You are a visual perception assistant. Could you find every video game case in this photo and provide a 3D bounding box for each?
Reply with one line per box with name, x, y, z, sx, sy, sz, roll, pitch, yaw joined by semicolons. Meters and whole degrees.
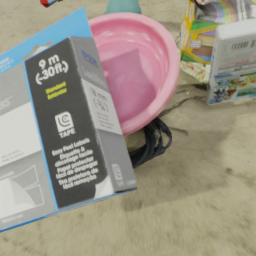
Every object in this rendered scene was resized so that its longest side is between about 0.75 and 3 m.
video game case;3.112;-1.350;5.541;2.917;2.659;0.321;-10;69;8

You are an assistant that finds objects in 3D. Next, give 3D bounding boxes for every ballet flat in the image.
ballet flat;2.368;-1.965;9.040;2.271;0.726;0.859;34;53;26

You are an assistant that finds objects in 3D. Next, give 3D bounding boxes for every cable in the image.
cable;-0.307;0.036;7.395;2.155;0.671;2.641;-32;58;-19

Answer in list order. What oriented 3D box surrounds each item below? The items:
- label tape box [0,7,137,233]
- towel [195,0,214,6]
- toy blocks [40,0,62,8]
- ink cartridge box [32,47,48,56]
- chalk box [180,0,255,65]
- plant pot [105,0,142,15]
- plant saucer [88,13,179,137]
label tape box;-1.232;-0.219;3.642;1.946;0.854;2.698;-22;76;18
towel;1.404;-2.752;5.138;0.897;0.142;1.245;-25;61;-7
toy blocks;-2.180;-4.117;7.225;1.493;2.185;1.092;-46;19;-25
ink cartridge box;-1.748;-1.430;6.830;0.713;1.045;0.399;12;58;32
chalk box;2.206;-2.121;6.031;1.930;1.195;1.201;9;62;-1
plant pot;-0.127;-3.305;8.137;1.191;1.191;1.119;2;83;2
plant saucer;-0.341;-0.893;5.020;2.534;0.642;2.534;-6;65;14
